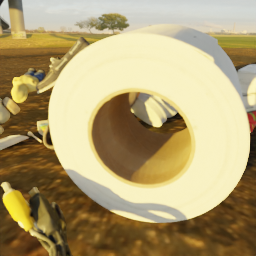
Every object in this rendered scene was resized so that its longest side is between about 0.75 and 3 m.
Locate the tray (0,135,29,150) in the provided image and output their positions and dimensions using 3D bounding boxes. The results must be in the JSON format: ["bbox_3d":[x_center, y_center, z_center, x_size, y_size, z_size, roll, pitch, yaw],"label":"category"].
[{"bbox_3d":[-3.191,0.420,6.886,0.718,0.148,1.338,-5,14,31],"label":"tray"}]

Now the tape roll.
[{"bbox_3d":[0.421,-0.182,4.622,2.831,2.831,1.944,6,25,17],"label":"tape roll"}]

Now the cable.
[{"bbox_3d":[-0.994,1.457,3.478,0.499,0.962,1.981,-38,46,-5],"label":"cable"}]

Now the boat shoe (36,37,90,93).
[{"bbox_3d":[-1.998,-1.883,8.447,2.183,0.684,0.793,-36,17,4],"label":"boat shoe"}]

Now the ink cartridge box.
[{"bbox_3d":[4.014,-1.162,9.112,0.675,1.593,1.160,14,30,40],"label":"ink cartridge box"}]

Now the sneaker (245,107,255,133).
[{"bbox_3d":[3.498,-0.152,8.206,1.729,0.666,0.734,0,47,-19],"label":"sneaker"}]

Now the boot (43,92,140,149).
[{"bbox_3d":[-0.769,-0.654,6.476,1.000,2.846,2.081,33,22,24],"label":"boot"}]

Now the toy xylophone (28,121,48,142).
[{"bbox_3d":[-2.127,0.098,7.601,1.230,0.309,0.901,17,19,39],"label":"toy xylophone"}]

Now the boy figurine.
[{"bbox_3d":[-3.986,-1.736,11.262,1.303,0.675,2.096,11,36,-2],"label":"boy figurine"}]

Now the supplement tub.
[{"bbox_3d":[1.112,-1.452,8.430,2.503,1.808,1.808,-51,39,-12],"label":"supplement tub"}]

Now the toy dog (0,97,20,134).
[{"bbox_3d":[-3.949,-0.822,7.593,1.385,2.101,1.012,-34,28,-31],"label":"toy dog"}]
